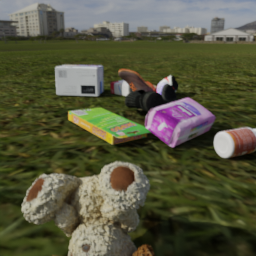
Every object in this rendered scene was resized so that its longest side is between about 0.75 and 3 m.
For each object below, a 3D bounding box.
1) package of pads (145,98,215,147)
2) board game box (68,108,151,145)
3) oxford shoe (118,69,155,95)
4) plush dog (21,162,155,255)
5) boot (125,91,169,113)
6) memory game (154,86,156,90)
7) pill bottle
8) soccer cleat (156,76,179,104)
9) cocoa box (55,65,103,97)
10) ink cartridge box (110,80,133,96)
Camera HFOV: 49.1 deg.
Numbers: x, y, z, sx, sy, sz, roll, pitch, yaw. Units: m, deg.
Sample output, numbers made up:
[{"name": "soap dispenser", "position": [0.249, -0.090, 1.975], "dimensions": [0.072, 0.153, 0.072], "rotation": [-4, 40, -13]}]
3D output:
[{"name": "package of pads", "position": [1.558, -0.224, 8.279], "dimensions": [1.961, 0.742, 1.182], "rotation": [-18, 46, -42]}, {"name": "board game box", "position": [-0.629, -0.100, 8.688], "dimensions": [1.302, 0.408, 2.725], "rotation": [-10, 21, -39]}, {"name": "oxford shoe", "position": [0.338, -1.995, 12.780], "dimensions": [1.899, 0.676, 0.689], "rotation": [30, 57, -6]}, {"name": "plush dog", "position": [-0.382, 1.305, 3.533], "dimensions": [1.617, 1.389, 1.297], "rotation": [-11, -26, 14]}, {"name": "boot", "position": [0.493, -0.975, 10.124], "dimensions": [1.496, 0.753, 2.001], "rotation": [21, 0, 25]}, {"name": "memory game", "position": [0.665, -2.173, 15.221], "dimensions": [1.876, 0.119, 1.876], "rotation": [-1, 19, 0]}, {"name": "pill bottle", "position": [2.859, 0.355, 7.134], "dimensions": [1.196, 0.671, 0.671], "rotation": [-8, 21, -22]}, {"name": "soccer cleat", "position": [1.669, -1.626, 12.850], "dimensions": [0.965, 0.899, 2.636], "rotation": [-25, 18, 26]}, {"name": "cocoa box", "position": [-2.337, -2.342, 13.741], "dimensions": [2.071, 1.381, 1.359], "rotation": [3, 18, 7]}, {"name": "ink cartridge box", "position": [-0.075, -1.967, 13.902], "dimensions": [1.015, 0.589, 1.376], "rotation": [-17, 26, -39]}]
